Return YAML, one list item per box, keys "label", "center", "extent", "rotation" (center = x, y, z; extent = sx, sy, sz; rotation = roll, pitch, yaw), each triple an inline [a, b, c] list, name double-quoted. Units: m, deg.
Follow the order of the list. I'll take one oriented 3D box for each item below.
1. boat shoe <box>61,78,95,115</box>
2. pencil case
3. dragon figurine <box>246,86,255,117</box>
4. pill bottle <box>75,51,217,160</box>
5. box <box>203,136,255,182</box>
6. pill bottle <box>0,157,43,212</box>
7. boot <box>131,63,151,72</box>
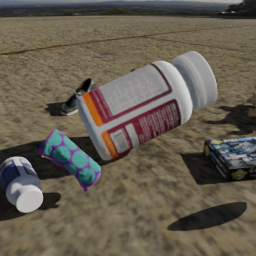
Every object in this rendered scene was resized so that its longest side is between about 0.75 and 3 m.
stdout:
- label: "boat shoe"
  center: [-1.681, -1.049, 9.306]
  extent: [0.585, 0.551, 1.629]
  rotation: [23, 53, 22]
- label: "pencil case"
  center: [-1.042, 0.581, 5.039]
  extent: [0.506, 1.190, 0.550]
  rotation: [-22, 31, 52]
- label: "dragon figurine"
  center: [4.638, -0.596, 8.339]
  extent: [1.461, 0.865, 2.940]
  rotation: [-16, 29, -28]
- label: "pill bottle"
  center: [0.423, -0.562, 6.527]
  extent: [2.955, 1.619, 1.619]
  rotation: [-25, 31, -5]
- label: "box"
  center: [2.706, 0.653, 6.390]
  extent: [1.581, 0.364, 1.257]
  rotation: [-4, 27, -8]
- label: "pill bottle"
  center: [-2.009, 1.062, 5.277]
  extent: [0.627, 0.627, 1.129]
  rotation: [-16, 31, -29]
- label: "boot"
  center: [0.909, -2.473, 12.655]
  extent: [1.287, 0.499, 0.890]
  rotation: [-24, 38, -16]
